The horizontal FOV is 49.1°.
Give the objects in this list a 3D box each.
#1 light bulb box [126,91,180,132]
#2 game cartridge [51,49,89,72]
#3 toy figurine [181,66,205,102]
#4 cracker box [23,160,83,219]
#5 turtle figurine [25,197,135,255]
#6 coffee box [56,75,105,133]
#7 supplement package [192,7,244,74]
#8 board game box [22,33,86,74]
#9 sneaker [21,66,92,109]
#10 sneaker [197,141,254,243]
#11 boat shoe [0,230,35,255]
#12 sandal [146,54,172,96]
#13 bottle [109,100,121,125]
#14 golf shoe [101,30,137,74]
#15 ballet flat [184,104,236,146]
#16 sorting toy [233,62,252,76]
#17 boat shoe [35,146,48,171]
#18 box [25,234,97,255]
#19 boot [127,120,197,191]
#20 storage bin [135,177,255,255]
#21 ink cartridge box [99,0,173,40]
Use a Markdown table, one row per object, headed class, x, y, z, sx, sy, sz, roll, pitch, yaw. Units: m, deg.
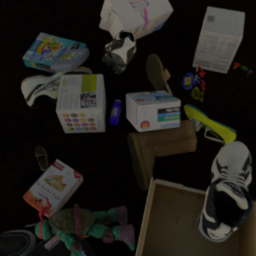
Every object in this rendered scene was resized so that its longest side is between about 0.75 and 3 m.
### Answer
| class | x | y | z | sx | sy | sz | roll | pitch | yaw |
| --- | --- | --- | --- | --- | --- | --- | --- | --- | --- |
| light bulb box | 0.761 | -0.577 | 8.980 | 1.399 | 0.881 | 1.411 | -7 | 21 | -14 |
| game cartridge | -2.053 | -2.513 | 10.251 | 0.992 | 0.301 | 1.488 | 4 | 38 | 19 |
| toy figurine | 2.384 | -1.611 | 10.637 | 0.810 | 0.713 | 1.352 | -4 | 71 | 39 |
| cracker box | -2.221 | 1.819 | 8.431 | 1.014 | 0.436 | 1.513 | 28 | 58 | 17 |
| turtle figurine | -1.313 | 2.699 | 7.246 | 2.779 | 1.399 | 2.080 | -2 | 35 | -11 |
| coffee box | -1.536 | -0.799 | 9.506 | 1.445 | 1.459 | 1.461 | -1 | 60 | -1 |
| supplement package | 3.427 | -3.329 | 10.764 | 1.391 | 1.846 | 1.401 | 13 | 61 | 8 |
| board game box | -2.926 | -2.957 | 11.345 | 2.055 | 0.482 | 1.552 | 16 | 61 | 9 |
| sneaker | -2.514 | -1.423 | 10.313 | 2.609 | 0.987 | 1.144 | -17 | 74 | -4 |
| sneaker | 2.659 | 1.444 | 7.113 | 1.145 | 1.867 | 2.869 | 28 | 72 | 12 |
| boat shoe | -3.858 | 3.350 | 7.504 | 2.590 | 0.733 | 0.889 | -13 | 60 | -7 |
| sandal | 1.318 | -1.837 | 10.711 | 0.677 | 0.755 | 2.058 | 2 | 62 | -42 |
| bottle | -0.442 | -0.576 | 9.987 | 0.314 | 0.402 | 0.962 | 17 | 54 | -11 |
| golf shoe | -0.172 | -2.917 | 10.305 | 1.099 | 1.336 | 2.828 | 34 | 20 | -19 |
| ballet flat | 2.656 | -0.064 | 9.571 | 2.034 | 0.680 | 0.682 | 33 | 84 | 18 |
| sorting toy | 4.508 | -2.316 | 11.153 | 0.789 | 0.274 | 0.272 | 38 | 90 | 22 |
| boat shoe | -2.825 | 0.935 | 9.146 | 0.343 | 0.344 | 0.930 | -24 | 63 | -13 |
| box | -1.749 | 4.146 | 7.129 | 2.515 | 0.625 | 2.496 | -37 | 67 | -20 |
| boot | 1.226 | 0.821 | 8.966 | 2.195 | 0.726 | 1.922 | -10 | 85 | -19 |
| storage bin | 1.772 | 2.964 | 7.362 | 2.904 | 1.361 | 2.884 | 11 | 61 | 7 |
| ink cartridge box | 0.160 | -4.589 | 11.378 | 2.543 | 1.635 | 1.592 | -29 | 90 | -15 |
